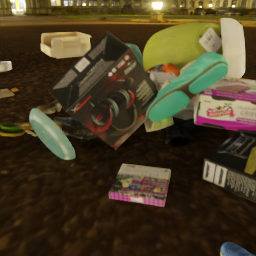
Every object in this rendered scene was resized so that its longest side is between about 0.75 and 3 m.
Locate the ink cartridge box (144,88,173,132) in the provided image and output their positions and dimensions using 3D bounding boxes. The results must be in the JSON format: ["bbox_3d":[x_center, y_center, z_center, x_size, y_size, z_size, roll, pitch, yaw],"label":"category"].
[{"bbox_3d":[0.778,-0.675,8.383,0.482,1.432,0.839,-9,-8,-31],"label":"ink cartridge box"}]

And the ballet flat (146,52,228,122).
[{"bbox_3d":[1.349,-1.020,6.875,2.266,0.763,0.797,-36,42,20],"label":"ballet flat"}]

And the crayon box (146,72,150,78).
[{"bbox_3d":[-0.148,-1.095,8.794,1.397,1.619,0.472,6,18,-35],"label":"crayon box"}]

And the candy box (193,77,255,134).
[{"bbox_3d":[2.970,-0.832,8.239,1.966,0.879,2.883,9,23,8],"label":"candy box"}]

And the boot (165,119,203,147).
[{"bbox_3d":[1.648,0.138,8.073,1.225,0.453,1.004,-7,23,3],"label":"boot"}]

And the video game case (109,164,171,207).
[{"bbox_3d":[0.288,1.186,5.998,1.140,0.204,1.033,5,29,13],"label":"video game case"}]

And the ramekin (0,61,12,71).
[{"bbox_3d":[-7.036,-3.489,15.887,0.828,0.404,0.828,-4,26,2],"label":"ramekin"}]

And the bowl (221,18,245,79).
[{"bbox_3d":[3.707,-2.728,9.877,0.704,1.883,1.886,-5,59,19],"label":"bowl"}]

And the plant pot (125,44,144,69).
[{"bbox_3d":[-0.293,-2.963,13.146,2.247,1.804,2.247,0,24,0],"label":"plant pot"}]

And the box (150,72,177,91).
[{"bbox_3d":[1.163,-1.325,8.242,0.780,0.206,1.000,-1,38,-19],"label":"box"}]

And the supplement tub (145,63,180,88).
[{"bbox_3d":[0.908,-1.582,10.109,1.845,1.131,1.131,-19,8,42],"label":"supplement tub"}]

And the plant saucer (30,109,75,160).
[{"bbox_3d":[-1.882,0.219,6.786,1.557,1.557,0.213,23,56,40],"label":"plant saucer"}]

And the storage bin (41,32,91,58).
[{"bbox_3d":[-4.585,-6.087,20.362,2.929,1.382,2.950,-12,28,-26],"label":"storage bin"}]

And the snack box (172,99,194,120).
[{"bbox_3d":[2.287,-0.738,9.803,2.083,0.552,1.481,15,29,28],"label":"snack box"}]

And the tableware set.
[{"bbox_3d":[-2.877,-0.092,7.862,2.250,0.345,1.516,-1,12,-39],"label":"tableware set"}]

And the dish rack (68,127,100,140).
[{"bbox_3d":[-1.211,0.146,8.021,0.744,0.265,0.970,10,7,24],"label":"dish rack"}]

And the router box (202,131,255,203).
[{"bbox_3d":[3.043,0.810,6.447,1.775,0.590,2.258,20,32,37],"label":"router box"}]

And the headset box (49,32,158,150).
[{"bbox_3d":[-0.339,-0.729,7.033,1.918,2.580,0.968,-44,55,0],"label":"headset box"}]

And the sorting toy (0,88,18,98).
[{"bbox_3d":[-5.234,-1.406,11.738,1.308,0.178,0.737,-19,35,-35],"label":"sorting toy"}]

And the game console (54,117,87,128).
[{"bbox_3d":[-1.120,-0.488,8.215,1.344,0.932,1.575,14,6,40],"label":"game console"}]

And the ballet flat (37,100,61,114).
[{"bbox_3d":[-2.709,-0.718,10.085,1.145,0.388,0.414,-25,55,-41],"label":"ballet flat"}]

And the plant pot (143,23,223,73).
[{"bbox_3d":[2.354,-2.871,10.782,2.730,2.730,2.917,-8,4,-18],"label":"plant pot"}]

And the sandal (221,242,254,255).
[{"bbox_3d":[1.865,2.008,3.973,0.485,0.531,1.221,-19,29,-31],"label":"sandal"}]
